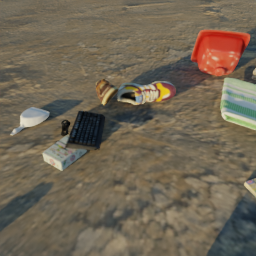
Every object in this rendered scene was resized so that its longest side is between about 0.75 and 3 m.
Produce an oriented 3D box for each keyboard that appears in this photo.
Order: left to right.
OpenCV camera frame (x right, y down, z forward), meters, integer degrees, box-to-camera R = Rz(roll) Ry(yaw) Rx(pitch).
[{"bbox_3d":[-1.314,-0.003,7.829,1.201,0.257,2.001,4,26,-2],"label":"keyboard"}]

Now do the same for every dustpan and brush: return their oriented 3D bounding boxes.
[{"bbox_3d":[-3.039,-0.182,8.390,0.839,0.344,1.202,16,33,28],"label":"dustpan and brush"}]

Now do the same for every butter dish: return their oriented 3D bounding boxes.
[{"bbox_3d":[3.446,-2.610,10.640,1.874,1.869,1.385,7,66,3],"label":"butter dish"}]

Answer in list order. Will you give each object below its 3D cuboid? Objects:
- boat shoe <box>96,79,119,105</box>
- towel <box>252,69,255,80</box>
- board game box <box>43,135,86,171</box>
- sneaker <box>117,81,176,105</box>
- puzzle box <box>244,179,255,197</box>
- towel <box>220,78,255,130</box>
[{"bbox_3d":[-0.749,-1.159,8.648,0.649,0.647,1.798,-47,9,2],"label":"boat shoe"},{"bbox_3d":[5.925,-2.314,11.055,1.503,0.391,2.268,22,43,25],"label":"towel"},{"bbox_3d":[-1.643,0.627,7.296,0.667,0.290,0.903,23,41,28],"label":"board game box"},{"bbox_3d":[0.589,-1.068,9.176,1.917,0.719,0.864,-1,31,12],"label":"sneaker"},{"bbox_3d":[3.221,1.368,6.473,0.851,0.108,0.566,-13,39,-17],"label":"puzzle box"},{"bbox_3d":[3.921,-0.762,8.797,1.947,0.299,2.553,18,40,11],"label":"towel"}]
